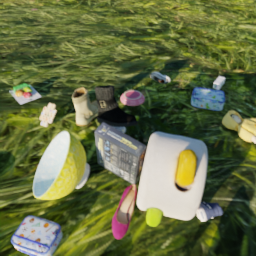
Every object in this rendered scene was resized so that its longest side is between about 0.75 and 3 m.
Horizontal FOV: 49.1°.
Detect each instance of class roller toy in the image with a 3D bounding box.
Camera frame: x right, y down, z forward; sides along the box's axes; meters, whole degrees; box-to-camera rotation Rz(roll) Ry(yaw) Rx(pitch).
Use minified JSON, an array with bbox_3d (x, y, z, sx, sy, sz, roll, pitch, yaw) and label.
[{"bbox_3d":[1.402,1.433,8.567,1.897,2.714,2.476,11,28,6],"label":"roller toy"}]

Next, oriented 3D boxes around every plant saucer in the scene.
[{"bbox_3d":[0.231,-1.590,14.521,1.253,0.318,1.253,0,36,0],"label":"plant saucer"}]

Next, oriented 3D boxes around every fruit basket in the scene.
[{"bbox_3d":[-5.376,-1.730,14.639,1.176,0.595,1.270,-29,61,-33],"label":"fruit basket"}]

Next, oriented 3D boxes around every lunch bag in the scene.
[{"bbox_3d":[4.013,-1.492,14.126,1.609,0.664,1.294,11,36,13],"label":"lunch bag"},{"bbox_3d":[-2.602,3.173,8.063,1.305,0.493,1.045,11,40,16],"label":"lunch bag"}]

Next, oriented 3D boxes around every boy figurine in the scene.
[{"bbox_3d":[5.403,0.015,11.966,2.680,0.864,1.666,29,48,29],"label":"boy figurine"}]

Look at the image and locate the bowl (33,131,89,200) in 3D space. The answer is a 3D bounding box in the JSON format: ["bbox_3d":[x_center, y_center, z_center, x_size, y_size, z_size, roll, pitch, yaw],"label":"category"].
[{"bbox_3d":[-2.082,1.419,9.468,1.258,2.338,2.338,30,26,-29],"label":"bowl"}]

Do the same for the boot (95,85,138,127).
[{"bbox_3d":[-0.544,-0.925,11.643,2.194,1.641,0.826,11,17,34],"label":"boot"}]

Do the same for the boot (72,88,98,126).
[{"bbox_3d":[-1.881,-1.190,12.940,0.716,1.528,1.966,9,35,24],"label":"boot"}]

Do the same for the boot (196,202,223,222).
[{"bbox_3d":[2.386,2.462,8.424,0.641,0.517,1.420,-15,-4,4],"label":"boot"}]

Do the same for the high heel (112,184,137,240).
[{"bbox_3d":[-0.105,2.466,8.405,0.547,0.779,1.621,15,42,-2],"label":"high heel"}]

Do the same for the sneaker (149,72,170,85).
[{"bbox_3d":[1.759,-2.836,16.069,1.266,0.468,0.502,24,48,28],"label":"sneaker"}]

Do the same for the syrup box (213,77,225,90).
[{"bbox_3d":[5.093,-2.512,15.698,0.377,0.364,0.925,22,43,26],"label":"syrup box"}]

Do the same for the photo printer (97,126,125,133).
[{"bbox_3d":[-0.687,0.108,12.184,1.039,0.361,0.864,20,35,25],"label":"photo printer"}]

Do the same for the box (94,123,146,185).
[{"bbox_3d":[-0.285,0.934,9.455,1.662,2.107,0.538,27,57,17],"label":"box"}]

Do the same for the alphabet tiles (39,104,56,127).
[{"bbox_3d":[-3.635,-0.575,12.700,1.059,0.079,1.082,15,81,43],"label":"alphabet tiles"}]
